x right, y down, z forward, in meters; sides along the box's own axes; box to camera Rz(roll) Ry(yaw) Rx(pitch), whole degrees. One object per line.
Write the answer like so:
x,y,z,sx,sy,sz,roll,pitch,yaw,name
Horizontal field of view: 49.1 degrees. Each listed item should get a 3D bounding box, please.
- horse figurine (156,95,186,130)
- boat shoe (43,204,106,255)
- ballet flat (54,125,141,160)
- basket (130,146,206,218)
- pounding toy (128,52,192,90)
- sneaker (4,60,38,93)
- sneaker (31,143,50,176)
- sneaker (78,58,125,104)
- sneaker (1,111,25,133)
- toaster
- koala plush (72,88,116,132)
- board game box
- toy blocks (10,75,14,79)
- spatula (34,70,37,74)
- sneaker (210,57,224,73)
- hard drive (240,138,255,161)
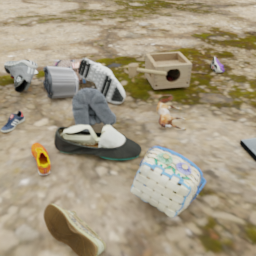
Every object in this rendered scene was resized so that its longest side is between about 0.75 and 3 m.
1.315,-0.467,9.156,1.029,0.387,1.552,6,46,-19,horse figurine
-1.113,2.060,5.640,1.497,0.549,0.469,33,10,26,boat shoe
-0.881,0.370,7.807,2.526,0.864,0.859,3,38,4,ballet flat
0.963,1.132,6.381,1.547,1.220,1.755,27,16,14,basket
1.202,-2.117,11.257,2.453,1.122,2.155,-6,35,-9,pounding toy
-4.476,-2.015,11.228,2.096,1.210,0.786,3,-10,44,sneaker
-2.322,0.740,7.550,0.446,0.471,1.221,-10,38,-30,sneaker
-0.853,-1.862,10.919,1.054,0.978,2.602,-5,43,-48,sneaker
-3.790,-0.234,9.109,0.366,0.413,0.978,11,36,16,sneaker
-2.596,-1.740,10.762,1.126,0.991,1.743,-5,31,-23,toaster
-1.225,-0.637,9.058,1.319,1.367,1.488,-21,12,-5,koala plush
-2.522,-2.446,12.130,1.413,0.684,1.126,-3,35,-4,board game box
-4.705,-2.203,12.110,0.844,0.422,0.577,6,46,7,toy blocks
-4.756,-2.670,13.031,0.849,0.098,1.220,-21,38,-21,spatula
4.192,-2.890,13.142,0.495,0.479,1.188,11,42,-10,sneaker
3.992,0.574,8.103,1.198,0.197,0.836,-7,35,-11,hard drive
